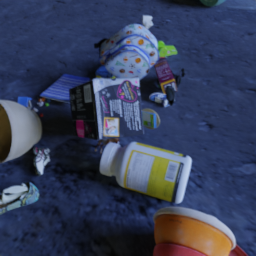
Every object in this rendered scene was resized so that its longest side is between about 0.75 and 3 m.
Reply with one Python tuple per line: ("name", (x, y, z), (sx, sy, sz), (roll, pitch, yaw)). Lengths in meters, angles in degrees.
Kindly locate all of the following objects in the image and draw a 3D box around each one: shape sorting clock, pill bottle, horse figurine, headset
("shape sorting clock", (0.793, -0.335, 10.523), (0.868, 0.868, 0.170), (25, 42, 25))
("pill bottle", (0.537, 1.300, 8.843), (2.667, 1.494, 1.494), (14, 44, 15))
("horse figurine", (-0.809, 0.594, 10.027), (0.296, 0.785, 1.185), (23, 0, -36))
("headset", (2.167, -2.339, 13.630), (1.699, 0.798, 1.049), (-42, 60, -18))

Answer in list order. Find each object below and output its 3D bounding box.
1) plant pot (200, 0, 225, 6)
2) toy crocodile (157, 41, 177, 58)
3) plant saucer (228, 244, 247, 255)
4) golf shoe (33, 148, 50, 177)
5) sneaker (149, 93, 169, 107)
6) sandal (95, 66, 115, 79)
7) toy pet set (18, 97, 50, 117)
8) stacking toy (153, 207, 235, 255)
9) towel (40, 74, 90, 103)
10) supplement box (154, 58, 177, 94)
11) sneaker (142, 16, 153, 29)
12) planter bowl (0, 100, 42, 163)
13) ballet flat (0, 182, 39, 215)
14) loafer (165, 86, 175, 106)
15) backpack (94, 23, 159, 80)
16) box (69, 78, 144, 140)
("plant pot", (6.496, -10.536, 21.012), (2.755, 2.755, 2.211), (26, 65, 26))
("toy crocodile", (1.309, -4.178, 15.418), (2.808, 0.867, 0.948), (-5, 42, -13))
("plant saucer", (2.676, 3.737, 7.109), (1.291, 0.237, 1.289), (-25, 48, -26))
("golf shoe", (-3.018, 1.136, 9.791), (0.555, 0.487, 1.260), (-5, 43, -15))
("sneaker", (1.447, -1.204, 12.393), (0.950, 0.383, 0.696), (0, 38, -7))
("sandal", (-0.762, -3.319, 14.178), (1.036, 1.135, 2.607), (23, 49, 20))
("toy pet set", (-4.104, -1.108, 12.113), (1.100, 0.626, 1.178), (3, 42, 3))
("stacking toy", (1.175, 3.438, 6.382), (2.048, 2.048, 2.803), (16, 55, 16))
("towel", (-2.861, -1.914, 13.118), (1.586, 0.261, 2.191), (13, 38, 14))
("supplement box", (1.678, -2.340, 12.796), (0.646, 0.832, 1.507), (-19, 56, 8))
("sneaker", (0.778, -4.174, 11.437), (0.453, 1.024, 0.385), (-5, 75, -2))
("planter bowl", (-4.058, 0.039, 10.001), (2.168, 2.168, 1.459), (32, 25, 30))
("ballet flat", (-3.832, 2.176, 8.451), (2.144, 0.796, 0.796), (-20, 46, -20))
("loafer", (1.530, -1.155, 10.115), (0.345, 1.017, 0.357), (5, 64, 19))
("backpack", (0.111, -3.014, 11.471), (2.325, 2.214, 1.791), (28, 37, -39))
("box", (-0.837, -0.650, 9.595), (1.623, 1.869, 2.829), (-7, 4, -26))
